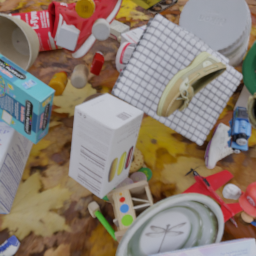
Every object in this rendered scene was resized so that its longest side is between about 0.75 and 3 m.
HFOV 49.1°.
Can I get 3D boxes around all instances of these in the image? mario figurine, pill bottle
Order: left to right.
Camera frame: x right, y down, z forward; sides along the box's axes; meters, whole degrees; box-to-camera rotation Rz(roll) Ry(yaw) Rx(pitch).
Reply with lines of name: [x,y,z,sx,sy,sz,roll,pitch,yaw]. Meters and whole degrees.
pill bottle: [-4.382,-4.225,12.443,2.997,1.682,1.682,-11,51,-9]
pill bottle: [0.663,-2.001,8.698,1.895,1.049,1.049,18,52,24]
mario figurine: [1.993,1.412,4.493,0.904,1.465,0.776,1,54,24]

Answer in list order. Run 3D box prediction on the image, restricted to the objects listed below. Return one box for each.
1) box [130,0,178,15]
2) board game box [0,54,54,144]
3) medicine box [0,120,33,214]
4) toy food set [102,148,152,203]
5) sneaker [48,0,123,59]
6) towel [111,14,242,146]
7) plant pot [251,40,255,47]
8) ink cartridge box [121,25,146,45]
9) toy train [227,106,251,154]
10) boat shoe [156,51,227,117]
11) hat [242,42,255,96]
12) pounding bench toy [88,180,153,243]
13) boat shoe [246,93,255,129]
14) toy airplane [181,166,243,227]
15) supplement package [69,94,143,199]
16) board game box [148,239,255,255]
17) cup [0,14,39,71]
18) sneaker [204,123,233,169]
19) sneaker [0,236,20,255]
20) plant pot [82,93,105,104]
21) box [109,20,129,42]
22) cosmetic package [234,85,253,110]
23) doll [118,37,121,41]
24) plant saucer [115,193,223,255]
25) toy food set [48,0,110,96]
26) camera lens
box: [0.546,-4.614,9.173,1.052,2.796,0.701,-18,81,34]
board game box: [-3.016,-0.844,7.049,2.301,1.737,0.540,34,49,5]
medicine box: [-4.602,0.892,8.343,2.636,1.490,2.894,2,50,2]
toy food set: [-0.217,1.469,8.544,1.845,0.449,1.826,-16,53,-14]
sneaker: [-1.421,-3.847,8.990,1.150,1.696,2.936,33,92,45]
towel: [1.187,-1.134,6.959,2.644,1.131,2.189,28,93,-15]
plant pot: [5.989,-3.031,11.518,2.376,1.680,1.679,-37,59,-17]
ink cartridge box: [0.813,-3.859,12.683,1.944,0.823,1.405,-28,56,-20]
toy train: [3.202,0.058,8.032,0.577,0.761,1.331,13,60,8]
boat shoe: [1.224,-0.795,5.391,0.573,0.664,1.821,34,59,21]
hat: [4.933,-1.909,9.383,2.202,2.340,2.658,35,97,12]
pounding bench toy: [-0.105,2.433,7.249,1.770,1.100,1.381,-17,49,1]
boat shoe: [2.907,-0.360,6.009,0.798,2.537,0.925,-14,93,10]
toy airplane: [2.463,1.959,8.185,2.087,0.384,2.087,0,50,0]
supplement package: [-0.546,0.408,6.419,1.071,1.955,1.112,29,37,24]
board game box: [1.838,3.874,6.036,2.475,0.537,2.463,-7,71,-6]
cup: [-3.228,-2.381,7.962,1.691,1.691,1.209,11,27,9]
sneaker: [3.086,0.616,9.083,0.936,0.703,1.879,23,54,18]
sneaker: [-3.215,3.149,7.117,0.364,0.520,0.901,30,57,21]
plant pot: [-0.932,-0.223,9.196,1.852,1.615,1.852,-1,51,1]
box: [-0.531,-4.688,13.535,1.035,0.564,0.662,34,58,25]
cosmetic package: [4.780,-1.411,10.174,0.972,1.576,1.581,29,56,21]
doll: [-0.017,-4.262,13.163,1.053,0.719,0.255,-23,94,-25]
plant saucer: [0.900,2.542,6.460,2.723,2.723,0.683,-19,28,-15]
toy food set: [-1.373,-2.337,8.363,1.390,2.912,1.310,17,27,-12]
camera lens: [2.764,-2.944,8.913,2.051,2.565,2.051,-1,86,20]
